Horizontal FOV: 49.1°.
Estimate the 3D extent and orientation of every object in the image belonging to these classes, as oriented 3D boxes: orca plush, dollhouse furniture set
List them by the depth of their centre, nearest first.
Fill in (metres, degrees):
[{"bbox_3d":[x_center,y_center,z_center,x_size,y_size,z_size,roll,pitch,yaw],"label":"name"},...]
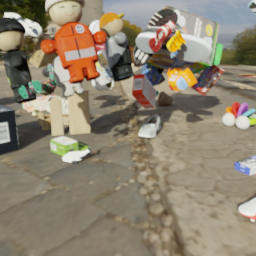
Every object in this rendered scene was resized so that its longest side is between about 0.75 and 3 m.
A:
[{"bbox_3d":[-1.589,0.854,8.655,0.911,0.479,0.324,-33,-11,-21],"label":"orca plush"},{"bbox_3d":[-2.755,-0.842,11.797,2.028,1.737,2.132,-4,17,-13],"label":"dollhouse furniture set"}]

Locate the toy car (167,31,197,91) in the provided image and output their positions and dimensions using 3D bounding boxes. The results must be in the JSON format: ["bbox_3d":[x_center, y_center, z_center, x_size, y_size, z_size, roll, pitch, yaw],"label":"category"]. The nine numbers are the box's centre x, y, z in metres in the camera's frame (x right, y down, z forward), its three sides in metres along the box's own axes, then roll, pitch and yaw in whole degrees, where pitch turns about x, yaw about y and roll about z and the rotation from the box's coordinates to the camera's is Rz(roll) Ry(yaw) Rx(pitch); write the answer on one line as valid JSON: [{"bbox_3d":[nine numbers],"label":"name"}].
[{"bbox_3d":[1.230,-1.762,7.922,1.008,2.056,0.684,30,74,41],"label":"toy car"}]

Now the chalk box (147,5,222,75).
[{"bbox_3d":[2.255,-3.154,10.818,2.807,1.746,1.738,14,-7,-14],"label":"chalk box"}]

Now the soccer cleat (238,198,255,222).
[{"bbox_3d":[3.003,1.536,5.890,1.511,0.644,0.519,-4,17,-14],"label":"soccer cleat"}]

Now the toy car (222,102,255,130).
[{"bbox_3d":[4.865,-0.577,12.113,1.232,1.055,1.407,-14,22,-40],"label":"toy car"}]

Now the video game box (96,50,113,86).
[{"bbox_3d":[-0.820,-1.888,8.895,0.926,1.017,0.238,-13,43,41],"label":"video game box"}]

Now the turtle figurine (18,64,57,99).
[{"bbox_3d":[-1.865,-0.980,6.188,0.843,0.567,1.126,-37,11,24],"label":"turtle figurine"}]

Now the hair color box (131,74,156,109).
[{"bbox_3d":[0.594,-1.292,10.202,0.446,0.774,1.396,-2,-19,24],"label":"hair color box"}]

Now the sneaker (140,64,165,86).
[{"bbox_3d":[1.222,-2.938,12.078,1.047,2.670,1.006,-3,-15,26],"label":"sneaker"}]

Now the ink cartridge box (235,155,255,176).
[{"bbox_3d":[3.681,1.058,8.141,1.101,0.243,0.518,-10,21,-30],"label":"ink cartridge box"}]

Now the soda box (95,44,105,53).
[{"bbox_3d":[-0.822,-2.814,10.041,1.582,0.554,0.502,-16,65,-36],"label":"soda box"}]

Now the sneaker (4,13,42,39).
[{"bbox_3d":[-3.401,-2.943,8.961,1.528,0.994,0.610,28,31,14],"label":"sneaker"}]

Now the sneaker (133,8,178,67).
[{"bbox_3d":[0.775,-2.968,9.512,0.829,2.190,1.265,38,-11,-4],"label":"sneaker"}]

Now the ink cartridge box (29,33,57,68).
[{"bbox_3d":[-2.919,-2.812,10.114,0.445,1.185,0.977,38,29,5],"label":"ink cartridge box"}]

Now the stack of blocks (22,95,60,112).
[{"bbox_3d":[-4.746,-1.372,15.534,1.932,0.566,1.112,-11,20,-34],"label":"stack of blocks"}]

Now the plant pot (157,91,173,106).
[{"bbox_3d":[2.150,-1.624,16.163,0.746,0.856,0.856,15,15,-8],"label":"plant pot"}]

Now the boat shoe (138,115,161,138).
[{"bbox_3d":[0.887,-0.049,11.157,0.685,0.596,1.857,7,18,23],"label":"boat shoe"}]

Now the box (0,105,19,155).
[{"bbox_3d":[-4.714,-0.018,9.602,1.943,1.442,1.040,16,23,41],"label":"box"}]

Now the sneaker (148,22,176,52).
[{"bbox_3d":[0.980,-2.469,7.587,0.613,0.416,1.062,-36,3,-18],"label":"sneaker"}]

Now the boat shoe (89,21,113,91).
[{"bbox_3d":[-0.894,-2.797,11.086,1.175,2.757,1.019,15,20,41],"label":"boat shoe"}]

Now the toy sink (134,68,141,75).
[{"bbox_3d":[0.871,-2.251,12.933,0.634,1.131,0.737,-29,1,-21],"label":"toy sink"}]

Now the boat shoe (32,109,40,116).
[{"bbox_3d":[-4.690,-0.826,14.246,0.328,0.283,0.899,-1,17,-4],"label":"boat shoe"}]

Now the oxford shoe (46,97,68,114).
[{"bbox_3d":[-3.199,-1.040,14.092,2.807,0.811,1.055,17,21,39],"label":"oxford shoe"}]

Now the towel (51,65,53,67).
[{"bbox_3d":[-3.065,-3.157,12.859,1.648,1.217,0.408,1,40,26],"label":"towel"}]

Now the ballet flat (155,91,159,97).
[{"bbox_3d":[0.829,-1.496,11.601,0.951,0.341,0.341,22,11,-18],"label":"ballet flat"}]

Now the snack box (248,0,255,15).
[{"bbox_3d":[3.337,-2.589,6.478,0.606,0.193,1.042,-25,71,-28],"label":"snack box"}]

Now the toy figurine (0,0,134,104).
[{"bbox_3d":[-1.537,-1.974,7.171,2.954,2.055,2.909,-13,4,31],"label":"toy figurine"}]

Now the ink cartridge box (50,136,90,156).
[{"bbox_3d":[-1.957,0.551,9.511,0.810,0.415,1.096,15,23,39],"label":"ink cartridge box"}]

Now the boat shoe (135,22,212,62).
[{"bbox_3d":[1.359,-2.509,8.059,2.326,0.859,0.794,16,62,37],"label":"boat shoe"}]

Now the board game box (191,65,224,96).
[{"bbox_3d":[3.522,-2.154,12.497,0.760,1.477,0.144,32,40,0],"label":"board game box"}]
